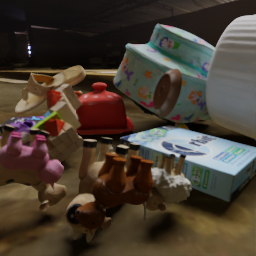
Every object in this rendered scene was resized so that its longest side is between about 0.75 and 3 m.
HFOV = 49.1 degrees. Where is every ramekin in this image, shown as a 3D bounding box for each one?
[{"bbox_3d":[2.907,-1.135,6.275,1.371,2.812,2.812,20,23,36],"label":"ramekin"}]

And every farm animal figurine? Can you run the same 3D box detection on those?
[{"bbox_3d":[-0.511,0.663,3.285,2.028,1.057,2.006,12,4,32],"label":"farm animal figurine"}]

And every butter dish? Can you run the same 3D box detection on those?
[{"bbox_3d":[-0.758,-0.577,7.535,1.718,1.273,1.722,-1,14,-8],"label":"butter dish"}]

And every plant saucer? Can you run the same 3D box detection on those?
[{"bbox_3d":[0.662,-0.639,5.045,0.169,0.921,0.921,15,10,-16],"label":"plant saucer"}]

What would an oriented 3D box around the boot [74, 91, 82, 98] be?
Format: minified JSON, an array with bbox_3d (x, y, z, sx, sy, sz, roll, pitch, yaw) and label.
[{"bbox_3d":[-2.559,-1.551,13.376,0.522,0.365,0.973,-16,13,-38],"label":"boot"}]

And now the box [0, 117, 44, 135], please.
[{"bbox_3d":[-2.532,-0.088,7.622,1.559,0.281,1.114,-4,14,-6],"label":"box"}]

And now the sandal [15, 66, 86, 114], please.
[{"bbox_3d":[-2.113,-1.147,6.964,2.052,0.675,0.752,-27,45,4],"label":"sandal"}]

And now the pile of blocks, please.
[{"bbox_3d":[-1.601,-0.248,5.894,1.067,0.808,2.600,-27,29,4],"label":"pile of blocks"}]

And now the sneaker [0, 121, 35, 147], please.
[{"bbox_3d":[-2.347,0.210,5.688,0.591,0.649,1.469,6,16,19],"label":"sneaker"}]

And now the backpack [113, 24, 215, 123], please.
[{"bbox_3d":[1.208,-1.355,7.377,2.660,2.256,2.996,36,30,25],"label":"backpack"}]

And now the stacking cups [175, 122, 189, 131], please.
[{"bbox_3d":[1.345,0.022,7.235,0.333,0.333,1.102,1,9,4],"label":"stacking cups"}]

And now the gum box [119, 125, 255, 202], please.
[{"bbox_3d":[1.067,0.443,4.688,1.879,0.419,1.597,16,18,36],"label":"gum box"}]
